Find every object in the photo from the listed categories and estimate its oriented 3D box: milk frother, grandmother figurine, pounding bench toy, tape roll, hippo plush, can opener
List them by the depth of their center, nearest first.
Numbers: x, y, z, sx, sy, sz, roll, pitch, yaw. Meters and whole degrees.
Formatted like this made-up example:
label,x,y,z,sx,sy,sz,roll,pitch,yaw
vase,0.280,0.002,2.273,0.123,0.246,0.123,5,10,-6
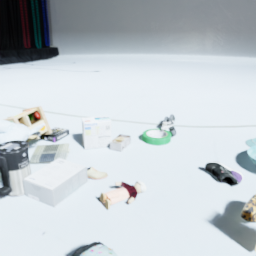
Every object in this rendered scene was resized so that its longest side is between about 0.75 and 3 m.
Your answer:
label,x,y,z,sx,sy,sz,roll,pitch,yaw
grandmother figurine,-0.104,2.039,8.829,1.568,0.475,0.951,-10,48,-33
milk frother,-4.095,1.284,9.127,1.690,1.590,1.525,17,26,38
hippo plush,-4.506,0.803,10.478,2.251,1.793,1.810,11,59,-24
pounding bench toy,-4.782,-0.044,12.580,2.128,1.322,1.660,-5,21,36
tape roll,1.340,0.419,13.192,1.356,0.326,1.356,-1,21,0
can opener,2.099,-0.154,14.363,0.636,0.802,2.415,-21,11,15

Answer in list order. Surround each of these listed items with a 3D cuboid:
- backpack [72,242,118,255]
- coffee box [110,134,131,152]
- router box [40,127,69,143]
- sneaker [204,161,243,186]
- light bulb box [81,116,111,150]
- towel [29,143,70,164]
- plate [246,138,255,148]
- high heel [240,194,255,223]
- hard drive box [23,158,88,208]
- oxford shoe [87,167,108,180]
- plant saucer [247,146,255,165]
label,x,y,z,sx,sy,sz,roll,pitch,yaw
backpack,-0.578,2.977,5.866,0.998,0.757,1.196,-15,27,-39
coffee box,-0.339,0.658,12.455,0.572,0.399,1.000,9,22,21
router box,-3.510,0.322,13.483,0.858,0.294,1.151,9,23,23
sneaker,3.269,1.609,9.852,1.380,0.523,0.604,17,32,38
light bulb box,-1.404,0.195,12.470,1.245,1.256,0.784,-5,21,-15
towel,-3.211,1.088,11.652,1.481,0.266,1.538,-4,23,-2
plate,6.122,0.700,12.651,1.486,0.190,1.486,-1,21,0
high heel,4.089,2.324,7.547,2.016,0.720,1.437,-5,13,-37
hard drive box,-2.357,1.744,9.252,1.296,0.639,1.663,12,24,28
oxford shoe,-1.228,1.594,9.964,1.030,0.380,0.364,3,16,-9
plant saucer,6.043,1.272,10.553,2.921,0.400,2.921,0,15,0
